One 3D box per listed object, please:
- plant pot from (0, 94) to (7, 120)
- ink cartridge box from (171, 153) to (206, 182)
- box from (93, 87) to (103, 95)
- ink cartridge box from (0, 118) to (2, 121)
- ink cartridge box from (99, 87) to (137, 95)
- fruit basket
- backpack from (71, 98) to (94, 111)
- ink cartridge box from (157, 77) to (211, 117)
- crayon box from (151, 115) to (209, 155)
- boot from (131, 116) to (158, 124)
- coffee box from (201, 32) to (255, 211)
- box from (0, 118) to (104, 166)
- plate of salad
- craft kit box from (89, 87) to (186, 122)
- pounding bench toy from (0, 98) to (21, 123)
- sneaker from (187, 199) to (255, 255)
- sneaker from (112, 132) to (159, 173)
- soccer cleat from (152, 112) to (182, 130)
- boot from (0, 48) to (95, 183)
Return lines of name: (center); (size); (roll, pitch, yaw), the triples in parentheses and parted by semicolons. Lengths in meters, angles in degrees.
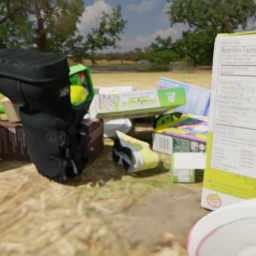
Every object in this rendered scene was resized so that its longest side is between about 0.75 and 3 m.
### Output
plant pot: (-3.753, -0.748, 9.607); (1.240, 1.094, 1.240); (-22, -8, 19)
ink cartridge box: (1.281, 0.772, 5.501); (0.854, 0.324, 0.632); (-1, 23, 10)
box: (-2.351, -1.937, 16.088); (1.871, 0.727, 0.888); (-9, 16, -29)
ink cartridge box: (-5.301, -0.569, 10.572); (1.178, 0.684, 1.596); (-3, 11, -15)
ink cartridge box: (-0.172, -0.958, 10.063); (1.215, 0.708, 1.679); (0, -4, 18)
fruit basket: (-1.491, -1.201, 8.615); (0.906, 1.256, 1.256); (-23, 20, -13)
backpack: (-1.959, -0.950, 10.726); (1.810, 1.373, 2.169); (-3, 13, -4)
ink cartridge box: (2.328, -0.833, 9.053); (2.511, 0.959, 1.713); (21, 13, 32)
crayon box: (1.958, 0.256, 7.088); (2.084, 0.607, 1.798); (13, 24, 42)
boot: (0.699, -0.307, 10.237); (0.990, 0.357, 0.748); (-13, 22, -36)
coffee box: (2.981, -0.076, 4.347); (2.685, 2.655, 2.681); (10, 17, 34)
box: (-1.928, 0.242, 6.842); (2.467, 0.925, 1.235); (5, 14, 11)
plate of salad: (-0.780, -0.120, 9.141); (1.750, 0.420, 1.750); (8, 31, -5)
craft kit box: (0.115, -0.571, 7.646); (2.233, 0.542, 2.206); (-7, -1, -12)
pounding bench toy: (-3.819, -0.148, 6.265); (1.899, 1.512, 2.435); (11, 26, 40)
sneaker: (1.618, 1.315, 2.254); (2.386, 0.971, 1.053); (6, 13, 26)
sneaker: (0.133, 0.547, 6.264); (0.768, 0.665, 1.702); (1, 17, -21)
soccer cleat: (1.103, -0.085, 8.833); (0.885, 0.737, 2.184); (-10, 5, 27)
boot: (-1.898, -0.319, 5.537); (2.796, 2.291, 1.035); (18, 36, 36)
